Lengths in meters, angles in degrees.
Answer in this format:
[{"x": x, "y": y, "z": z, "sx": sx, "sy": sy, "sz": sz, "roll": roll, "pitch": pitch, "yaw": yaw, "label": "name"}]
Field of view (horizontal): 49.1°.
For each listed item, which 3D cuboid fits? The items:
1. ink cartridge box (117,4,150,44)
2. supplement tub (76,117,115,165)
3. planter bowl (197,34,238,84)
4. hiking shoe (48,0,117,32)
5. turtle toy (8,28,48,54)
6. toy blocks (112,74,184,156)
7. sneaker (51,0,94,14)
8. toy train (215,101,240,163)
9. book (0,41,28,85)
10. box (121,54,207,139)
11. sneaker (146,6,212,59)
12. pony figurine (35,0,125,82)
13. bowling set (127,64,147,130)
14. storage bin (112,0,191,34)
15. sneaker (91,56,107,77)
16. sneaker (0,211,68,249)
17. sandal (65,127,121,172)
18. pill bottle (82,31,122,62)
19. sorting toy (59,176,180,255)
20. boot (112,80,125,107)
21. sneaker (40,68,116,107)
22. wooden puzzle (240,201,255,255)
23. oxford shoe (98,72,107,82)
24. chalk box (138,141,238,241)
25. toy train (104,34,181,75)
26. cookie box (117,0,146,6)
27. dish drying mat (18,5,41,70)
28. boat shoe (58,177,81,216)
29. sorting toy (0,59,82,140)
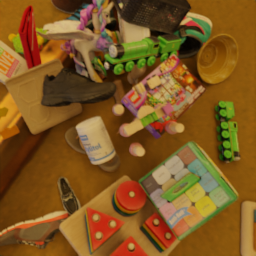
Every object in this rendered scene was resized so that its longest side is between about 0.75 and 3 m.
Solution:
[{"x": 0.170, "y": -3.553, "z": 9.943, "sx": 0.836, "sy": 1.448, "sz": 1.991, "roll": -9, "pitch": 31, "yaw": -3, "label": "ink cartridge box"}, {"x": -0.959, "y": 0.382, "z": 8.380, "sx": 0.821, "sy": 0.821, "sz": 1.244, "roll": -25, "pitch": 106, "yaw": -11, "label": "supplement tub"}, {"x": 3.035, "y": -2.522, "z": 10.092, "sx": 1.734, "sy": 1.734, "sz": 0.722, "roll": -26, "pitch": 32, "yaw": -11, "label": "planter bowl"}, {"x": -1.802, "y": -4.140, "z": 10.808, "sx": 2.627, "sy": 0.977, "sz": 1.139, "roll": -13, "pitch": 85, "yaw": -8, "label": "hiking shoe"}, {"x": -3.671, "y": -3.306, "z": 10.672, "sx": 1.110, "sy": 0.770, "sz": 1.523, "roll": 39, "pitch": 71, "yaw": 15, "label": "turtle toy"}, {"x": 0.391, "y": -0.293, "z": 7.617, "sx": 1.563, "sy": 1.408, "sz": 1.673, "roll": -30, "pitch": 95, "yaw": -7, "label": "toy blocks"}, {"x": -2.004, "y": -5.329, "z": 11.655, "sx": 2.273, "sy": 0.828, "sz": 0.962, "roll": 4, "pitch": 46, "yaw": 1, "label": "sneaker"}, {"x": 3.342, "y": 0.101, "z": 9.389, "sx": 0.632, "sy": 0.468, "sz": 2.242, "roll": 5, "pitch": 66, "yaw": -7, "label": "toy train"}, {"x": -4.332, "y": -2.199, "z": 9.788, "sx": 0.419, "sy": 1.744, "sz": 1.165, "roll": -2, "pitch": 61, "yaw": 41, "label": "book"}, {"x": 1.143, "y": -1.001, "z": 8.657, "sx": 1.591, "sy": 0.455, "sz": 2.325, "roll": 46, "pitch": 69, "yaw": 1, "label": "box"}, {"x": 1.668, "y": -3.523, "z": 10.588, "sx": 2.910, "sy": 1.217, "sz": 1.757, "roll": 11, "pitch": 58, "yaw": 4, "label": "sneaker"}, {"x": -1.460, "y": -2.874, "z": 9.429, "sx": 2.708, "sy": 2.806, "sz": 2.336, "roll": -14, "pitch": 31, "yaw": -5, "label": "pony figurine"}, {"x": 1.068, "y": -1.128, "z": 9.610, "sx": 1.662, "sy": 1.282, "sz": 2.389, "roll": -10, "pitch": 79, "yaw": -18, "label": "bowling set"}, {"x": 0.734, "y": -4.085, "z": 9.045, "sx": 2.227, "sy": 1.044, "sz": 1.505, "roll": 0, "pitch": 55, "yaw": -35, "label": "storage bin"}, {"x": -0.978, "y": -2.058, "z": 9.520, "sx": 0.340, "sy": 0.798, "sz": 0.311, "roll": -26, "pitch": 38, "yaw": 9, "label": "sneaker"}, {"x": -2.683, "y": 3.061, "z": 7.925, "sx": 2.118, "sy": 0.816, "sz": 0.867, "roll": -17, "pitch": 73, "yaw": -7, "label": "sneaker"}, {"x": -1.143, "y": 0.569, "z": 9.029, "sx": 2.207, "sy": 0.596, "sz": 0.886, "roll": 36, "pitch": 68, "yaw": 24, "label": "sandal"}, {"x": -1.053, "y": -2.977, "z": 10.454, "sx": 1.638, "sy": 0.910, "sz": 0.910, "roll": -14, "pitch": 67, "yaw": -5, "label": "pill bottle"}, {"x": -0.071, "y": 2.551, "z": 7.018, "sx": 2.335, "sy": 0.812, "sz": 2.321, "roll": -32, "pitch": 70, "yaw": -34, "label": "sorting toy"}, {"x": -0.186, "y": -1.276, "z": 9.906, "sx": 0.874, "sy": 0.330, "sz": 0.998, "roll": -25, "pitch": 67, "yaw": 18, "label": "boot"}, {"x": -1.582, "y": -1.264, "z": 8.423, "sx": 2.562, "sy": 0.973, "sz": 1.163, "roll": -2, "pitch": 91, "yaw": 19, "label": "sneaker"}, {"x": 4.212, "y": 3.073, "z": 8.157, "sx": 1.740, "sy": 0.324, "sz": 1.610, "roll": 9, "pitch": 67, "yaw": 4, "label": "wooden puzzle"}, {"x": -1.122, "y": -1.633, "z": 10.190, "sx": 0.329, "sy": 0.329, "sz": 0.923, "roll": 35, "pitch": 71, "yaw": 13, "label": "oxford shoe"}, {"x": 1.602, "y": 1.574, "z": 7.201, "sx": 1.742, "sy": 2.800, "sz": 1.733, "roll": -40, "pitch": 70, "yaw": 11, "label": "chalk box"}, {"x": 0.522, "y": -2.338, "z": 8.579, "sx": 2.965, "sy": 0.836, "sz": 0.619, "roll": -22, "pitch": 53, "yaw": -36, "label": "toy train"}, {"x": 0.403, "y": -5.664, "z": 11.465, "sx": 1.706, "sy": 0.641, "sz": 1.459, "roll": 11, "pitch": 66, "yaw": 28, "label": "cookie box"}, {"x": -3.060, "y": -2.389, "z": 9.072, "sx": 0.271, "sy": 2.982, "sz": 1.145, "roll": 4, "pitch": 65, "yaw": -8, "label": "dish drying mat"}, {"x": -1.854, "y": 2.089, "z": 8.503, "sx": 0.469, "sy": 0.462, "sz": 1.302, "roll": -28, "pitch": 70, "yaw": -12, "label": "boat shoe"}, {"x": -3.101, "y": -0.838, "z": 9.178, "sx": 2.719, "sy": 0.364, "sz": 2.026, "roll": -27, "pitch": 114, "yaw": -14, "label": "sorting toy"}]
